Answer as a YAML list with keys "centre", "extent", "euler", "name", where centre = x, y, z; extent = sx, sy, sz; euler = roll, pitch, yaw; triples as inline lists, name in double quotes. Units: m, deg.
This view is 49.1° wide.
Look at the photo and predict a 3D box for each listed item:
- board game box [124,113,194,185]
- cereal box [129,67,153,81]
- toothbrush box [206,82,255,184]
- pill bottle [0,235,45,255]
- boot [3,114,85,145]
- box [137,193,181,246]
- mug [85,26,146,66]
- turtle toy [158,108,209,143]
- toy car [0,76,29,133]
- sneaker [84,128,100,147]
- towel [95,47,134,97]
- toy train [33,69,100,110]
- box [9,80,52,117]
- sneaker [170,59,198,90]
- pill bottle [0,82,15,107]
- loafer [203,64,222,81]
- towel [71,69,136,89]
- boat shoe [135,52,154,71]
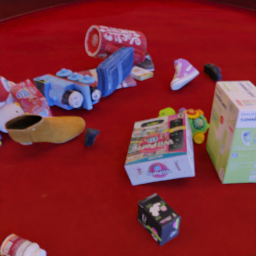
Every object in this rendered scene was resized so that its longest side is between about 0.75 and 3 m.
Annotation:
- centre: [0.987, 0.545, 8.362]
  extent: [1.752, 0.763, 2.374]
  euler: [-12, 29, 17]
  name: "board game box"
- centre: [0.530, -2.870, 14.743]
  extent: [0.925, 0.254, 1.286]
  euler: [-26, 40, -35]
  name: "cereal box"
- centre: [3.061, 0.113, 7.931]
  extent: [1.028, 2.387, 1.738]
  euler: [-1, 33, -2]
  name: "toothbrush box"
- centre: [-2.162, 2.575, 5.799]
  extent: [0.834, 0.471, 0.471]
  euler: [14, 34, 19]
  name: "pill bottle"
- centre: [-2.470, -0.044, 8.681]
  extent: [2.354, 1.685, 0.828]
  euler: [-15, 76, -14]
  name: "boot"
- centre: [0.685, 2.078, 6.412]
  extent: [0.550, 0.658, 0.885]
  euler: [-19, 37, -28]
  name: "box"
- centre: [-0.498, -4.312, 14.434]
  extent: [2.781, 1.855, 2.468]
  euler: [-2, 7, -38]
  name: "mug"
- centre: [1.956, -0.211, 9.840]
  extent: [1.816, 0.918, 1.323]
  euler: [6, 32, 9]
  name: "turtle toy"
- centre: [-4.155, -0.627, 9.474]
  extent: [2.094, 1.852, 1.930]
  euler: [28, 6, -11]
  name: "toy car"
- centre: [-1.194, 0.320, 8.973]
  extent: [0.444, 1.169, 0.531]
  euler: [12, 76, -9]
  name: "sneaker"
- centre: [-0.524, -2.573, 12.651]
  extent: [0.655, 1.507, 2.698]
  euler: [16, 41, 19]
  name: "towel"
- centre: [-2.521, -1.517, 11.591]
  extent: [2.988, 1.295, 1.707]
  euler: [22, 40, 39]
  name: "toy train"
- centre: [-3.756, -0.975, 10.760]
  extent: [0.878, 0.917, 1.839]
  euler: [-30, 47, -22]
  name: "box"
- centre: [2.378, -2.582, 13.258]
  extent: [1.182, 0.751, 2.073]
  euler: [51, 46, 4]
  name: "sneaker"
- centre: [-5.188, -1.125, 11.285]
  extent: [0.962, 0.962, 1.715]
  euler: [7, 33, 12]
  name: "pill bottle"
- centre: [4.466, -2.929, 14.463]
  extent: [0.666, 0.644, 1.897]
  euler: [-10, 29, 0]
  name: "loafer"
- centre: [-1.245, -2.347, 13.766]
  extent: [2.751, 0.313, 1.981]
  euler: [-14, 41, -19]
  name: "towel"
- centre: [0.728, -4.067, 16.140]
  extent: [0.954, 0.813, 2.853]
  euler: [-9, 33, -13]
  name: "boat shoe"
